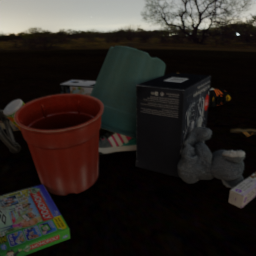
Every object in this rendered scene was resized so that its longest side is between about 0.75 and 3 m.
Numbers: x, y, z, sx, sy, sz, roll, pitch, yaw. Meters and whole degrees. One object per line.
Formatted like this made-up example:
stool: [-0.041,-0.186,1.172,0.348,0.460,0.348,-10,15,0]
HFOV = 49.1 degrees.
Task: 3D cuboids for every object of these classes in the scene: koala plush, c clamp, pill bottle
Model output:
koala plush: [2.049,0.860,6.688,1.443,1.280,1.326,13,38,30]
c clamp: [-3.812,-0.043,8.715,0.313,1.975,2.312,-27,44,-12]
pill bottle: [-3.422,-0.279,9.235,0.686,1.235,0.686,-19,40,16]

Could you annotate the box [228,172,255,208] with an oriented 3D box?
box: [2.898,1.343,6.484,1.645,0.341,0.318,-16,25,-39]

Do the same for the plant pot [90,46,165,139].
plant pot: [-0.048,-1.077,8.834,2.507,2.455,2.507,18,2,-1]

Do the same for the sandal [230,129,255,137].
sandal: [3.898,0.184,9.412,0.949,0.256,0.381,3,-14,-4]

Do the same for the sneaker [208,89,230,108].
sneaker: [4.340,-1.458,13.436,1.038,0.807,2.307,6,19,25]

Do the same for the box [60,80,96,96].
box: [-2.240,-2.060,15.176,2.477,0.745,1.445,7,21,17]

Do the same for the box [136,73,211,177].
box: [1.342,-0.247,7.977,1.305,2.282,2.506,11,23,28]

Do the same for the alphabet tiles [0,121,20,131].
alphabet tiles: [-4.237,-0.195,11.078,1.940,0.073,1.622,-8,22,-21]

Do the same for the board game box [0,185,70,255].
board game box: [-1.995,1.755,5.469,1.172,0.254,1.741,-13,23,-29]

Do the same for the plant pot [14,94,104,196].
plant pot: [-1.469,0.413,6.552,1.916,1.864,1.916,-1,29,0]

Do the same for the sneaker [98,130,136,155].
sneaker: [-0.447,0.052,8.133,2.200,1.328,0.920,-4,3,-30]
